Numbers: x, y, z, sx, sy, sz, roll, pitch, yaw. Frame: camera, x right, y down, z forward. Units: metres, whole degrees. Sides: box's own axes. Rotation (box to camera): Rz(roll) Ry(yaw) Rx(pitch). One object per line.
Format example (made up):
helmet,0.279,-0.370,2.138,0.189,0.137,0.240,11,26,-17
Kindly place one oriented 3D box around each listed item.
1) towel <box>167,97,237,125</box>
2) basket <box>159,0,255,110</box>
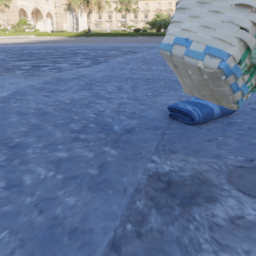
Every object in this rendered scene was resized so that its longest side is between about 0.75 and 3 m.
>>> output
towel,2.567,-0.686,9.468,2.341,0.568,1.307,-15,26,-35
basket,2.020,-1.921,5.186,1.965,2.825,2.491,23,-6,35
